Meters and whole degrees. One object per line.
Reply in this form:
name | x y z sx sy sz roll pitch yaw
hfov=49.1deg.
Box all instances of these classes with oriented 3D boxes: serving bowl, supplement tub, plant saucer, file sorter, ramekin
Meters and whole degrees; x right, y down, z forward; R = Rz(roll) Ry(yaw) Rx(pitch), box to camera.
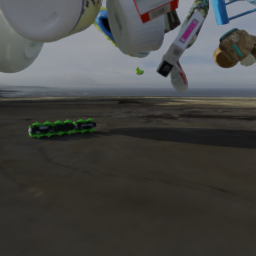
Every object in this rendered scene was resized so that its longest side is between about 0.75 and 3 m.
serving bowl | -3.526 -3.051 9.396 0.922 2.803 2.803 24 10 3
supplement tub | -1.641 -3.083 6.544 1.825 1.825 2.517 1 26 9
plant saucer | 3.301 -2.365 9.513 0.866 0.866 0.153 5 45 33
file sorter | 2.526 -3.466 6.803 0.974 1.588 1.102 -17 15 13
ramekin | 0.114 -2.771 7.107 0.897 1.840 1.840 -20 13 -13

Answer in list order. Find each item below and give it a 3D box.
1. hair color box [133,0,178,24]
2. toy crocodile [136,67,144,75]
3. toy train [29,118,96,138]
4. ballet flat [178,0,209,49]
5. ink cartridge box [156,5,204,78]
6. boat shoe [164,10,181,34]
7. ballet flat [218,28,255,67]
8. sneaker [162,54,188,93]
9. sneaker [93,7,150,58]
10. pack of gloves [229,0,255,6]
hair color box | 0.315 -2.577 4.865 0.700 1.262 0.403 -23 -7 8
toy crocodile | 0.490 -2.548 12.736 0.340 0.311 1.008 34 14 -10
toy train | -1.731 -0.003 7.459 1.896 0.396 0.535 -6 0 -38
ballet flat | 2.314 -3.649 10.162 0.768 2.070 0.768 6 48 -7
ink cartridge box | 1.285 -2.046 6.537 0.345 1.863 0.882 31 -35 0
boat shoe | 0.927 -3.377 7.150 0.655 1.770 0.654 -21 34 1
ballet flat | 3.024 -2.008 7.425 0.905 0.838 2.567 -33 -8 35
sneaker | 1.413 -1.595 7.925 0.460 1.193 0.489 -20 10 39
sneaker | -0.204 -3.235 10.003 2.587 0.980 1.359 29 21 -22
pack of gloves | 3.304 -3.644 8.013 1.146 0.269 1.364 -15 26 -42
